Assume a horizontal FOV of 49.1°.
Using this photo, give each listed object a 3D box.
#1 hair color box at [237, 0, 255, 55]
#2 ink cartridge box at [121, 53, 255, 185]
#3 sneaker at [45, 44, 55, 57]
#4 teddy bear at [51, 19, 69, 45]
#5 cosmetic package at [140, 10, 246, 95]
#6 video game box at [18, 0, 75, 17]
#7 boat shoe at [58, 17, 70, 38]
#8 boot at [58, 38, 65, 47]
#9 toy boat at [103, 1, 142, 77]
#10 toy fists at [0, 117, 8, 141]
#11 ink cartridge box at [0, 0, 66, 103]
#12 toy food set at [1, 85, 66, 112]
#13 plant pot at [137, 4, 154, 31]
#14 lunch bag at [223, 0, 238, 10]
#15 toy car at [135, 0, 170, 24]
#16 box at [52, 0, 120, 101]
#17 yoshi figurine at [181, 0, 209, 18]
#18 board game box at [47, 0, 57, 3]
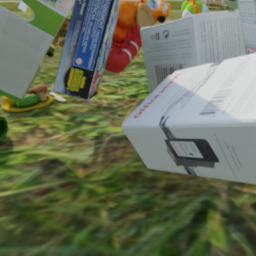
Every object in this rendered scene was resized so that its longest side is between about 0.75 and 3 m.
[{"bbox_3d":[2.190,-2.035,4.105,1.007,2.035,0.617,-21,26,2],"label":"hair color box"},{"bbox_3d":[1.228,-0.188,3.894,1.626,0.933,2.238,-45,25,-29],"label":"ink cartridge box"},{"bbox_3d":[-3.109,-2.939,10.260,0.418,0.475,1.122,-11,-12,33],"label":"sneaker"},{"bbox_3d":[-2.389,-2.827,8.147,0.976,1.346,0.449,28,22,-24],"label":"teddy bear"},{"bbox_3d":[1.547,-1.581,6.090,1.899,1.567,1.565,-21,20,-32],"label":"cosmetic package"},{"bbox_3d":[-2.523,-4.339,9.296,0.437,1.868,1.702,34,7,19],"label":"video game box"},{"bbox_3d":[-2.147,-3.334,9.294,0.641,0.683,1.853,2,22,31],"label":"boat shoe"},{"bbox_3d":[-2.273,-3.322,11.046,0.986,0.363,0.372,-4,43,-1],"label":"boot"},{"bbox_3d":[-0.309,-2.761,7.851,1.725,1.728,2.644,39,39,-8],"label":"toy boat"},{"bbox_3d":[-4.252,0.260,7.047,1.289,0.869,2.528,4,29,8],"label":"toy fists"},{"bbox_3d":[-2.923,-2.241,6.550,2.157,2.918,1.105,25,41,-25],"label":"ink cartridge box"},{"bbox_3d":[-3.446,-1.203,10.006,2.104,0.687,1.238,-17,32,-30],"label":"toy food set"},{"bbox_3d":[0.454,-2.829,7.493,0.125,0.907,0.907,-1,23,32],"label":"plant pot"},{"bbox_3d":[4.025,-3.550,8.404,2.443,0.942,1.959,30,15,-40],"label":"lunch bag"},{"bbox_3d":[0.329,-3.299,9.309,1.441,0.977,2.937,0,55,43],"label":"toy car"},{"bbox_3d":[-0.647,-1.602,5.282,0.583,2.001,2.922,16,8,-6],"label":"box"},{"bbox_3d":[2.270,-2.915,8.651,1.410,1.404,2.508,6,53,-21],"label":"yoshi figurine"},{"bbox_3d":[-2.683,-4.070,7.613,1.607,1.088,0.277,28,74,31],"label":"board game box"}]
